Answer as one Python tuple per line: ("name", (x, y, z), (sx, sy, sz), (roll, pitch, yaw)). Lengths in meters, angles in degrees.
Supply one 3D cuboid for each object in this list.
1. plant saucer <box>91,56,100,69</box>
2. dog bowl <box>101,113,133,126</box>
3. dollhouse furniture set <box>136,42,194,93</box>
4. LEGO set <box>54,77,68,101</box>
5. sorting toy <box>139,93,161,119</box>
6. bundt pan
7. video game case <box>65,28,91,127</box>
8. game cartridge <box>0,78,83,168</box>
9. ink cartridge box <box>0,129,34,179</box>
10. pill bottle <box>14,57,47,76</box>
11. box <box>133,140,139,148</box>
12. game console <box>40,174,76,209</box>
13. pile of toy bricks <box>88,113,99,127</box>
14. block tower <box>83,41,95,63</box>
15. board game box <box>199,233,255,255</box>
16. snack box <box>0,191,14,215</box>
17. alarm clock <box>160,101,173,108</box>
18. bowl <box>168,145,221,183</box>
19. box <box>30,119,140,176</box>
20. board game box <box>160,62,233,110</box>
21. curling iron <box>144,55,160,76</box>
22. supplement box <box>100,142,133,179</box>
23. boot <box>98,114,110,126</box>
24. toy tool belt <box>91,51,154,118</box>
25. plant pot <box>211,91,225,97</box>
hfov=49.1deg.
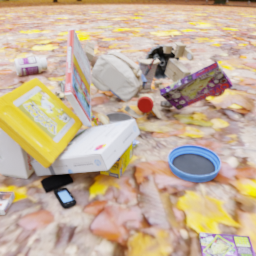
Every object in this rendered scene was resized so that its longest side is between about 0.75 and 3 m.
("plant saucer", (-0.680, -2.557, 12.871), (2.262, 0.414, 2.262), (34, 30, -23))
("dog bowl", (-0.399, -0.225, 10.719), (1.299, 0.381, 1.299), (3, 24, -1))
("dollhouse furniture set", (1.111, -2.142, 10.820), (2.414, 2.059, 1.179), (-10, 44, -28))
("LEGO set", (-2.809, -2.149, 13.865), (1.627, 0.710, 2.505), (0, 30, 0))
("sorting toy", (0.860, -0.977, 11.620), (0.217, 1.187, 1.099), (-39, 29, 14))
("bundt pan", (1.506, -3.133, 13.057), (1.679, 1.679, 0.630), (-6, 36, -10))
("video game case", (-1.524, -1.553, 8.777), (0.221, 1.808, 2.529), (-9, 60, 7))
("game cartridge", (-2.450, -0.263, 7.840), (2.104, 0.387, 2.386), (45, 25, -11))
("ink cartridge box", (-3.114, 0.193, 8.830), (0.996, 1.700, 2.352), (8, 31, 13))
("pill bottle", (-5.553, -3.571, 16.070), (1.696, 0.952, 0.952), (-13, 33, -22))
("box", (-0.101, 0.519, 9.766), (0.883, 0.210, 0.538), (22, 36, 32))
("game console", (-1.819, 1.719, 7.747), (0.826, 0.169, 1.401), (-19, 36, -29))
("pile of toy bricks", (-1.301, -0.397, 9.372), (0.465, 0.414, 0.838), (-3, 37, -33))
("block tower", (-1.627, -3.140, 11.515), (0.406, 0.379, 1.404), (27, 27, -20))
("board game box", (2.166, 2.656, 6.156), (1.123, 0.181, 0.674), (3, 26, 5))
("snack box", (-3.998, 1.938, 7.307), (1.837, 0.223, 0.660), (1, 30, 2))
("alarm clock", (1.629, -1.007, 11.977), (0.552, 0.273, 0.819), (7, -3, 16))
("bowl", (2.026, 1.096, 8.675), (1.599, 0.314, 1.599), (0, 30, 0))
("box", (-1.241, 0.577, 8.290), (2.650, 0.545, 2.066), (-11, 20, 32))
("board game box", (2.627, -1.541, 10.893), (2.417, 1.451, 0.390), (-24, 57, 31))
("curling iron", (0.831, -2.217, 10.121), (0.300, 1.210, 0.155), (-28, 75, -29))
("supplement box", (-0.340, 0.892, 8.669), (0.657, 0.661, 1.207), (10, 32, 16))
("boot", (-0.808, -0.077, 9.460), (0.625, 0.873, 0.307), (-24, 25, 55))
("toy tool belt", (-0.032, -1.679, 10.297), (2.581, 1.611, 1.586), (38, 23, -4))
("plant pot", (3.635, -1.710, 11.663), (0.758, 0.758, 0.690), (2, 54, 4))
